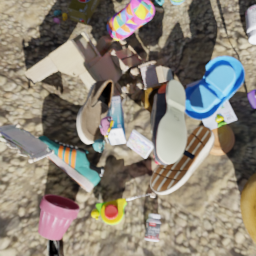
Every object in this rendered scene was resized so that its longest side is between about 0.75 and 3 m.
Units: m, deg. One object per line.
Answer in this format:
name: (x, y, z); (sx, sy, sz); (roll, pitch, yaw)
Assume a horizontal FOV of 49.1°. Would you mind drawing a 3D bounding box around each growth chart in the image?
growth chart: (-3.406, 0.430, 9.027); (2.045, 1.480, 0.181); (32, 106, 18)

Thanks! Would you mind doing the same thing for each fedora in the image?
fedora: (1.189, -1.035, 10.770); (1.433, 0.584, 1.433); (2, 71, -4)
fedora: (4.786, 2.719, 9.149); (2.910, 1.187, 2.910); (1, 79, -7)

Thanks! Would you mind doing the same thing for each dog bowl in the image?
dog bowl: (3.051, -1.366, 10.106); (1.389, 0.618, 2.492); (46, 104, 21)

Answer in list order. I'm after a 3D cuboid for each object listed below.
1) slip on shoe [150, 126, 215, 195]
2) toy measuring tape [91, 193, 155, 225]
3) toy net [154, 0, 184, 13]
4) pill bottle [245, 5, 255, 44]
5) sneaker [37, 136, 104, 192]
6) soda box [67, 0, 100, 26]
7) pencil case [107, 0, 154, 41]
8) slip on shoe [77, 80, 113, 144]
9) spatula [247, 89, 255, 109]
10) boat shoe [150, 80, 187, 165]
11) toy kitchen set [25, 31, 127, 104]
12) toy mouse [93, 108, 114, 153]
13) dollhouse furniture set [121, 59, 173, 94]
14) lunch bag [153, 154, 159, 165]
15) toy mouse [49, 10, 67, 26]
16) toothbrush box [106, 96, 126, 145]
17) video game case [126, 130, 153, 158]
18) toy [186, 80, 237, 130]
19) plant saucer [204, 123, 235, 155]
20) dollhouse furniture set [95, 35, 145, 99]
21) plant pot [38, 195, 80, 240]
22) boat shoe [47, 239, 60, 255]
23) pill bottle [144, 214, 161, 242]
slip on shoe: (1.745, 1.080, 8.674); (0.968, 0.771, 2.547); (35, 84, 39)
toy measuring tape: (-0.120, 2.779, 9.440); (2.248, 0.827, 0.827); (-12, 72, -2)
toy net: (1.223, -5.664, 12.361); (2.506, 0.484, 1.314); (-21, 73, -6)
pill bottle: (5.385, -4.311, 11.743); (0.812, 0.812, 1.432); (4, 72, 1)
sneaker: (-2.061, 1.037, 9.987); (2.703, 0.965, 1.080); (38, 69, 8)
soda box: (-1.723, -5.766, 12.236); (0.822, 0.777, 2.426); (21, 73, 5)
pencil case: (0.016, -3.809, 9.774); (0.989, 2.238, 0.989); (-1, 92, -26)
slip on shoe: (-0.860, -0.526, 7.970); (0.624, 0.784, 2.061); (-16, 46, 37)
spatula: (4.524, -1.152, 9.811); (0.249, 2.421, 0.684); (-16, 81, 14)
boat shoe: (1.142, -0.146, 8.641); (1.062, 0.933, 2.984); (28, 53, -25)
toy kitchen set: (-1.695, -1.938, 10.929); (2.860, 2.580, 2.333); (56, 33, -19)
toy mouse: (-0.696, 0.170, 7.553); (0.281, 1.452, 1.291); (20, 34, 3)
dollhouse furniture set: (0.559, -1.777, 9.606); (1.694, 0.750, 0.878); (-13, 88, 33)
lunch bag: (1.243, 0.667, 9.712); (0.649, 1.584, 1.395); (-1, 71, -3)
toy mouse: (-3.092, -4.886, 12.265); (0.814, 0.177, 0.916); (11, 72, 3)
toothbrush box: (-0.417, -0.231, 9.035); (0.545, 0.936, 1.278); (-7, 58, 5)
video game case: (0.376, 0.547, 9.055); (0.808, 1.129, 0.102); (36, 64, 7)
toy: (3.163, -0.928, 10.770); (1.162, 0.476, 2.018); (-21, 67, 3)
plant saucer: (3.342, 0.359, 10.530); (1.332, 0.215, 1.332); (0, 72, 0)
dollhouse furniture set: (-0.200, -2.419, 11.090); (2.397, 1.061, 1.242); (50, 40, 3)
plant pot: (-2.379, 2.964, 9.214); (1.272, 1.272, 1.139); (20, 88, 6)
boat shoe: (-2.424, 4.255, 9.141); (0.462, 0.416, 1.306); (-15, 73, -5)
pill bottle: (0.836, 3.343, 9.405); (0.485, 0.485, 0.838); (7, 73, 2)
